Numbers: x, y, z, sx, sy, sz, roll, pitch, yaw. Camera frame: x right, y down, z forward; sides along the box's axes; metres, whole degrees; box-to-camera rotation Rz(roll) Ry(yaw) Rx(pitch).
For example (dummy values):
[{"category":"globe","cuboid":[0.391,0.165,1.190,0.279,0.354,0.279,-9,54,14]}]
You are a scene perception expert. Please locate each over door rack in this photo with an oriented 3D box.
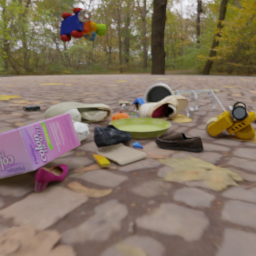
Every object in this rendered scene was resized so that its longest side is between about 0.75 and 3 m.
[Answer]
[{"category":"over door rack","cuboid":[3.775,-1.154,14.685,2.178,0.982,2.948,-3,28,-6]}]

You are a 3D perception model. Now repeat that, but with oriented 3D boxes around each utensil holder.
[{"category":"utensil holder","cuboid":[1.702,-1.634,15.095,1.542,1.542,1.815,2,13,9]}]

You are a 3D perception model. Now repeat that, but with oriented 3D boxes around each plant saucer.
[{"category":"plant saucer","cuboid":[0.457,0.010,10.841,2.362,0.367,2.362,-1,14,0]}]

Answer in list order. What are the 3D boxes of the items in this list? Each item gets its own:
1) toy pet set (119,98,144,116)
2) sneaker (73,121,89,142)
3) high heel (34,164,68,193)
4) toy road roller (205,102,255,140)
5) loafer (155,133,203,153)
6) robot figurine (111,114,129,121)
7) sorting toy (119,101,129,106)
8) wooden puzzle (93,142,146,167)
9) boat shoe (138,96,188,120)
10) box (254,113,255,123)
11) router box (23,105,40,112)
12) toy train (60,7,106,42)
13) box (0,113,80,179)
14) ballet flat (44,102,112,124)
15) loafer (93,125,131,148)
[{"category":"toy pet set","cuboid":[0.411,-1.153,14.782,1.380,0.733,1.288,12,18,39]},{"category":"sneaker","cuboid":[-1.760,0.167,9.532,0.858,0.795,2.117,7,14,-6]},{"category":"high heel","cuboid":[-1.672,0.964,6.378,0.410,0.585,1.216,22,22,7]},{"category":"toy road roller","cuboid":[3.821,-0.044,10.189,1.738,1.268,1.068,-35,-1,25]},{"category":"loafer","cuboid":[1.615,0.389,8.888,1.551,0.553,0.566,5,15,19]},{"category":"robot figurine","cuboid":[-0.308,-0.391,12.249,0.822,0.479,0.591,-3,-30,-10]},{"category":"sorting toy","cuboid":[-0.275,-1.506,17.313,0.581,0.204,1.204,-1,15,-6]},{"category":"wooden puzzle","cuboid":[-0.218,0.780,8.101,1.807,0.211,1.219,-9,20,-33]},{"category":"boat shoe","cuboid":[1.854,-0.826,13.089,2.821,1.040,0.976,-19,24,-28]},{"category":"box","cuboid":[6.514,-0.296,12.016,1.412,0.378,2.331,-5,16,-20]},{"category":"router box","cuboid":[-5.299,-1.059,15.405,0.795,0.247,0.596,-8,16,-31]},{"category":"toy train","cuboid":[-1.576,-4.220,11.655,1.602,1.172,2.769,2,4,-40]},{"category":"box","cuboid":[-2.482,0.431,6.875,1.717,0.944,1.952,-15,8,23]},{"category":"ballet flat","cuboid":[-2.015,-0.569,12.093,2.995,1.040,1.040,-9,17,-33]},{"category":"loafer","cuboid":[-0.448,0.209,8.820,0.646,0.668,1.902,-19,-8,26]}]
